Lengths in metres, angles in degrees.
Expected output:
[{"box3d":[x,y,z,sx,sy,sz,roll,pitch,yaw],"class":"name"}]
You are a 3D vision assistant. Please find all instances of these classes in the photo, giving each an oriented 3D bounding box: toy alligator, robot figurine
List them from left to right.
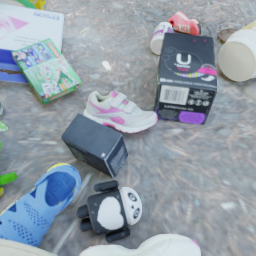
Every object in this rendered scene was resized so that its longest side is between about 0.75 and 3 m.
[{"box3d":[-3.343,1.380,5.918,0.521,0.569,1.920,15,33,43],"class":"toy alligator"},{"box3d":[-0.364,1.675,5.656,1.293,0.971,0.807,-14,37,-6],"class":"robot figurine"}]

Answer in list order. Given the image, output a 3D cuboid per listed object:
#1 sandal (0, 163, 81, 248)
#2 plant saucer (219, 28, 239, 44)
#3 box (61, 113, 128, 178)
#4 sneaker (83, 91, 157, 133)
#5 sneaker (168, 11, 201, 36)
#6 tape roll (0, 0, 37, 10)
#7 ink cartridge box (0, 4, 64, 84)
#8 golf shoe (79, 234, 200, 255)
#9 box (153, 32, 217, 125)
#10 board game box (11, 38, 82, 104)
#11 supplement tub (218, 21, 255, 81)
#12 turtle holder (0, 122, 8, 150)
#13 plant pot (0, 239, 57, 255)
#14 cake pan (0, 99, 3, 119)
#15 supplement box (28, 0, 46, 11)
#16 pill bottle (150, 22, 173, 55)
[{"box3d":[-1.741,1.566,5.484,0.972,1.065,2.445,40,56,-11],"class":"sandal"},{"box3d":[3.961,-3.372,10.515,1.111,0.191,1.111,0,48,0],"class":"plant saucer"},{"box3d":[-0.727,0.433,6.446,1.184,1.164,0.734,25,69,19],"class":"box"},{"box3d":[-0.234,-0.472,7.333,2.022,0.892,0.822,8,25,7],"class":"sneaker"},{"box3d":[2.148,-3.898,10.818,0.712,0.605,1.641,-30,49,-10],"class":"sneaker"},{"box3d":[-4.928,-4.046,10.525,2.996,0.720,2.996,5,48,-6],"class":"tape roll"},{"box3d":[-3.609,-2.779,8.999,2.851,0.629,2.904,4,57,-14],"class":"ink cartridge box"},{"box3d":[0.293,2.417,4.619,2.261,0.852,1.035,-4,18,-18],"class":"golf shoe"},{"box3d":[1.609,-1.505,8.100,1.531,1.328,2.504,8,49,3],"class":"box"},{"box3d":[-2.401,-1.717,8.265,1.268,0.274,1.885,-29,73,-24],"class":"board game box"},{"box3d":[4.032,-2.505,8.860,2.137,1.543,1.543,-34,57,-25],"class":"supplement tub"},{"box3d":[-4.160,0.112,5.907,2.038,2.682,1.904,12,60,39],"class":"turtle holder"},{"box3d":[-1.996,2.765,4.033,1.931,1.931,1.768,6,51,5],"class":"plant pot"},{"box3d":[-4.204,-0.393,7.862,1.431,0.262,1.431,0,49,0],"class":"cake pan"},{"box3d":[-4.209,-5.376,11.954,1.179,0.645,0.641,3,49,2],"class":"supplement box"},{"box3d":[1.241,-3.257,10.069,0.718,0.718,1.279,10,49,9],"class":"pill bottle"}]
